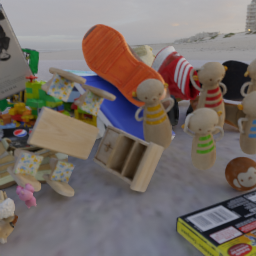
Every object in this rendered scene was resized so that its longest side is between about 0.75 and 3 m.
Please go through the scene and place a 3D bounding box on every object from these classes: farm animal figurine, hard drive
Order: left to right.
[{"bbox_3d":[-1.326,0.922,2.742,0.723,0.450,0.895,-5,-22,-42],"label":"farm animal figurine"},{"bbox_3d":[-0.063,-0.364,5.582,1.257,0.242,1.906,-17,59,-46],"label":"hard drive"}]

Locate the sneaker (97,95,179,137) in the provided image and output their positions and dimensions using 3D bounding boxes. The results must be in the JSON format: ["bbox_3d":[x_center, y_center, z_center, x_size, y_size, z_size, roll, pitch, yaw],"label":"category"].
[{"bbox_3d":[0.374,-0.328,6.284,1.254,0.894,2.529,-4,8,29],"label":"sneaker"}]

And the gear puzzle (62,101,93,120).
[{"bbox_3d":[-1.206,-0.766,7.714,2.756,0.361,1.427,17,35,20],"label":"gear puzzle"}]

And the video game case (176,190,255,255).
[{"bbox_3d":[1.483,1.114,2.822,1.490,0.190,1.347,-8,18,-28],"label":"video game case"}]

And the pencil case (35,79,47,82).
[{"bbox_3d":[-1.908,-1.106,9.074,2.225,0.995,0.866,-6,18,-23],"label":"pencil case"}]

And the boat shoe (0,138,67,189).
[{"bbox_3d":[-1.810,0.475,4.132,1.783,0.679,0.639,-7,19,-21],"label":"boat shoe"}]

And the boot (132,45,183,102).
[{"bbox_3d":[1.148,-1.907,9.848,2.683,2.085,0.977,-11,-21,-19],"label":"boot"}]

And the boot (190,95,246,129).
[{"bbox_3d":[2.451,-0.471,7.052,1.707,0.629,1.321,12,18,-8],"label":"boot"}]

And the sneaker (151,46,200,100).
[{"bbox_3d":[1.041,-0.884,7.522,0.901,2.301,1.329,-30,65,-31],"label":"sneaker"}]

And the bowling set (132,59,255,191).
[{"bbox_3d":[1.512,-0.124,4.156,2.517,1.351,1.752,-21,40,-8],"label":"bowling set"}]

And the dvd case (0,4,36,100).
[{"bbox_3d":[-3.013,-1.050,5.239,2.157,0.355,2.870,-27,-8,-13],"label":"dvd case"}]

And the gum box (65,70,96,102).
[{"bbox_3d":[-1.044,-1.152,7.595,1.688,0.443,1.987,0,21,-23],"label":"gum box"}]

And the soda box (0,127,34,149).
[{"bbox_3d":[-1.693,0.250,5.001,1.245,0.441,0.394,-3,36,-26],"label":"soda box"}]

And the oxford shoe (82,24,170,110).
[{"bbox_3d":[-0.096,-1.188,5.765,2.574,0.918,0.938,53,12,28],"label":"oxford shoe"}]

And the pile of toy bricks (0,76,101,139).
[{"bbox_3d":[-1.972,-0.480,6.232,2.738,1.352,1.519,9,18,28],"label":"pile of toy bricks"}]

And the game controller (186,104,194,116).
[{"bbox_3d":[2.202,-0.497,8.056,0.897,0.362,1.719,4,19,18],"label":"game controller"}]

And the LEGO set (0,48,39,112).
[{"bbox_3d":[-3.604,-1.531,8.072,1.310,2.260,1.738,15,21,28],"label":"LEGO set"}]

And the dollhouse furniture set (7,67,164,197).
[{"bbox_3d":[-0.466,0.229,3.687,1.565,1.438,1.018,24,0,-44],"label":"dollhouse furniture set"}]

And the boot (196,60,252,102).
[{"bbox_3d":[3.351,-0.910,7.180,2.693,0.922,2.535,9,0,-19],"label":"boot"}]
